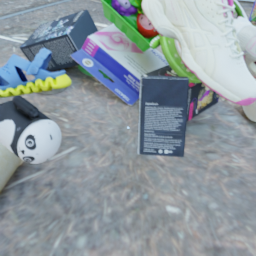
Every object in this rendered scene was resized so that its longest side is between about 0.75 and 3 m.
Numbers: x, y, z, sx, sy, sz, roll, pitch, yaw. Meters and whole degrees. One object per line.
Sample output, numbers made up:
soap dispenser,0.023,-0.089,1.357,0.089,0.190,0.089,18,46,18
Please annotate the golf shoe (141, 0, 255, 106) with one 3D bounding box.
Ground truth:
golf shoe,1.140,-1.335,3.897,2.261,1.035,0.852,51,41,9

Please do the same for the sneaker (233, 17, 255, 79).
sneaker,2.533,-1.176,5.062,2.022,0.822,0.892,14,32,-32

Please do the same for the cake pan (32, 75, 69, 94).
cake pan,-2.948,-1.692,10.659,1.431,0.262,1.431,0,37,0

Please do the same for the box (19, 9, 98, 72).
box,-2.652,-3.395,11.183,2.497,1.337,1.853,-5,45,27

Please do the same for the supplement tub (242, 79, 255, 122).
supplement tub,4.794,-0.964,8.590,2.137,1.543,1.543,-9,37,-12

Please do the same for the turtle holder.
turtle holder,2.104,-2.374,7.281,2.682,2.038,1.904,-20,-5,-42

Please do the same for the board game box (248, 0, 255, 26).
board game box,3.915,-3.892,7.556,0.274,1.885,1.268,19,-5,-3

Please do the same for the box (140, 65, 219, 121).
box,1.747,-1.231,9.124,2.504,1.328,1.531,-28,45,-34

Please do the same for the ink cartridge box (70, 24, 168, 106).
ink cartridge box,-0.116,-2.537,10.394,2.851,0.629,2.904,40,48,4

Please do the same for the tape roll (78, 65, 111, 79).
tape roll,-0.734,-3.130,12.233,2.996,0.720,2.996,0,36,0

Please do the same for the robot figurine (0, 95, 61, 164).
robot figurine,-1.704,0.043,4.588,1.293,0.971,0.807,32,78,23

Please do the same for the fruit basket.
fruit basket,0.533,-4.018,8.963,2.608,2.608,1.881,29,68,33

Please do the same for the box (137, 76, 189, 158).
box,0.593,-0.252,4.580,0.734,1.164,1.184,2,12,11

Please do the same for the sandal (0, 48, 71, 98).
sandal,-2.730,-1.328,7.009,2.445,1.065,0.972,-12,11,-10

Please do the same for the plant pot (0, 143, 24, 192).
plant pot,-3.326,0.828,6.110,1.931,1.931,1.768,5,48,7
